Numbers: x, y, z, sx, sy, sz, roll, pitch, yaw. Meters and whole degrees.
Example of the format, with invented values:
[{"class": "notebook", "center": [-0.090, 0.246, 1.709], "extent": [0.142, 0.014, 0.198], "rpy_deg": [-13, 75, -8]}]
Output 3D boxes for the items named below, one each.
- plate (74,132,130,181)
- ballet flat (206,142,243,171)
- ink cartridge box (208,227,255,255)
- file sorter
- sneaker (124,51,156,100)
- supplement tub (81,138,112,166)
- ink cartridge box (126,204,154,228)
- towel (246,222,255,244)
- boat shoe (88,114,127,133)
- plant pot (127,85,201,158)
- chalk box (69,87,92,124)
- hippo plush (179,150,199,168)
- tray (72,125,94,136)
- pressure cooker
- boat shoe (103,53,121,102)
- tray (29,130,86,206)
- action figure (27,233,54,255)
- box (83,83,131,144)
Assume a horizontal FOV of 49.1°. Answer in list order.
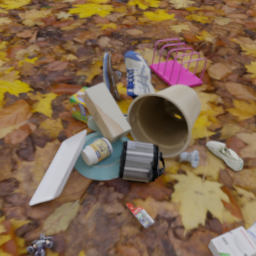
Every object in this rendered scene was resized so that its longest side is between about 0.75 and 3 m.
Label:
[{"class": "plate", "center": [-0.937, 0.911, 10.723], "extent": [2.492, 0.318, 2.492], "rpy_deg": [0, 45, 0]}, {"class": "ballet flat", "center": [3.672, 0.918, 10.555], "extent": [0.594, 0.594, 1.656], "rpy_deg": [-25, 49, -24]}, {"class": "ink cartridge box", "center": [3.000, 3.434, 7.970], "extent": [1.099, 0.463, 0.803], "rpy_deg": [-15, 46, -16]}, {"class": "file sorter", "center": [2.506, -3.278, 14.097], "extent": [1.689, 1.524, 2.430], "rpy_deg": [-15, 45, -25]}, {"class": "sneaker", "center": [0.385, -1.924, 12.071], "extent": [1.177, 2.670, 1.005], "rpy_deg": [-40, 26, -32]}, {"class": "supplement tub", "center": [-1.130, 0.867, 10.077], "extent": [0.969, 0.699, 0.699], "rpy_deg": [-30, 51, -30]}, {"class": "ink cartridge box", "center": [0.360, 2.577, 8.452], "extent": [0.228, 0.494, 0.906], "rpy_deg": [-45, 69, 4]}, {"class": "towel", "center": [4.571, 3.152, 8.452], "extent": [1.824, 0.217, 1.339], "rpy_deg": [-28, 51, -27]}, {"class": "boat shoe", "center": [-0.682, -0.224, 11.524], "extent": [2.013, 0.761, 0.607], "rpy_deg": [3, 18, -16]}, {"class": "plant pot", "center": [1.649, -0.510, 10.925], "extent": [2.571, 2.571, 2.353], "rpy_deg": [24, 37, 23]}, {"class": "chalk box", "center": [-1.456, -0.821, 11.965], "extent": [1.752, 1.090, 1.084], "rpy_deg": [24, 49, 25]}, {"class": "hippo plush", "center": [2.210, 1.165, 10.340], "extent": [0.634, 0.628, 0.789], "rpy_deg": [-5, 0, 34]}, {"class": "tray", "center": [-1.846, 0.160, 11.624], "extent": [0.821, 0.152, 0.405], "rpy_deg": [-29, 50, -28]}, {"class": "pressure cooker", "center": [0.490, 1.180, 9.594], "extent": [1.558, 1.392, 1.370], "rpy_deg": [7, 70, -2]}, {"class": "boat shoe", "center": [-0.714, -2.276, 12.751], "extent": [0.812, 2.244, 0.810], "rpy_deg": [-2, 24, -1]}, {"class": "tray", "center": [-2.296, 1.387, 9.673], "extent": [1.517, 0.313, 2.825], "rpy_deg": [-23, 34, 39]}, {"class": "action figure", "center": [-2.477, 3.508, 7.880], "extent": [0.767, 0.409, 1.179], "rpy_deg": [-26, 40, 14]}, {"class": "box", "center": [-0.832, -0.527, 10.554], "extent": [0.812, 0.992, 2.088], "rpy_deg": [-27, 78, -23]}]
